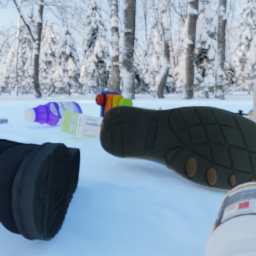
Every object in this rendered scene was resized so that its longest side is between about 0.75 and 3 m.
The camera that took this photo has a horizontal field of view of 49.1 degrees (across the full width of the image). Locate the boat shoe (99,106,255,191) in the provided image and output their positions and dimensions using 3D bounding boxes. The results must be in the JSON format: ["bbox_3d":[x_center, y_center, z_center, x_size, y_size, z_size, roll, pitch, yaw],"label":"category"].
[{"bbox_3d":[0.795,0.195,3.938,2.563,0.970,0.947,14,-2,35],"label":"boat shoe"}]

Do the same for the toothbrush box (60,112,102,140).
[{"bbox_3d":[-0.979,-0.043,6.920,0.939,0.555,1.290,9,0,-35],"label":"toothbrush box"}]

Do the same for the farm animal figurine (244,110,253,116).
[{"bbox_3d":[4.315,-0.350,8.337,1.227,0.764,1.519,1,14,-6],"label":"farm animal figurine"}]

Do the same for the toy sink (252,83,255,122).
[{"bbox_3d":[4.303,-0.395,6.505,1.766,1.518,2.709,7,14,44],"label":"toy sink"}]

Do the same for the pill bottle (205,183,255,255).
[{"bbox_3d":[0.736,0.686,1.573,0.551,0.551,0.947,3,7,25],"label":"pill bottle"}]

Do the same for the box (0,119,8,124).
[{"bbox_3d":[-5.161,-0.250,10.735,0.862,0.172,0.590,2,7,14],"label":"box"}]

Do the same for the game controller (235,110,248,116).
[{"bbox_3d":[3.744,-0.453,10.566,1.553,0.627,2.978,-2,8,-16],"label":"game controller"}]

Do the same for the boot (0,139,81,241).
[{"bbox_3d":[-1.354,0.443,2.591,1.640,0.746,1.952,3,0,-4],"label":"boot"}]

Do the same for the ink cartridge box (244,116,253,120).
[{"bbox_3d":[2.259,0.025,6.693,1.041,0.606,1.440,6,9,38],"label":"ink cartridge box"}]

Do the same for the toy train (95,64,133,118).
[{"bbox_3d":[-0.288,-0.727,7.518,0.826,1.951,1.129,-2,12,-35],"label":"toy train"}]

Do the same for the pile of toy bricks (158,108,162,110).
[{"bbox_3d":[1.595,-0.807,13.931,0.561,0.500,1.012,-3,8,-22],"label":"pile of toy bricks"}]

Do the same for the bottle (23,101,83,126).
[{"bbox_3d":[-2.603,-0.501,9.878,2.082,0.870,0.680,-6,-26,-48],"label":"bottle"}]
